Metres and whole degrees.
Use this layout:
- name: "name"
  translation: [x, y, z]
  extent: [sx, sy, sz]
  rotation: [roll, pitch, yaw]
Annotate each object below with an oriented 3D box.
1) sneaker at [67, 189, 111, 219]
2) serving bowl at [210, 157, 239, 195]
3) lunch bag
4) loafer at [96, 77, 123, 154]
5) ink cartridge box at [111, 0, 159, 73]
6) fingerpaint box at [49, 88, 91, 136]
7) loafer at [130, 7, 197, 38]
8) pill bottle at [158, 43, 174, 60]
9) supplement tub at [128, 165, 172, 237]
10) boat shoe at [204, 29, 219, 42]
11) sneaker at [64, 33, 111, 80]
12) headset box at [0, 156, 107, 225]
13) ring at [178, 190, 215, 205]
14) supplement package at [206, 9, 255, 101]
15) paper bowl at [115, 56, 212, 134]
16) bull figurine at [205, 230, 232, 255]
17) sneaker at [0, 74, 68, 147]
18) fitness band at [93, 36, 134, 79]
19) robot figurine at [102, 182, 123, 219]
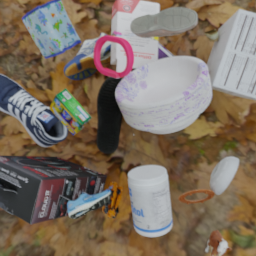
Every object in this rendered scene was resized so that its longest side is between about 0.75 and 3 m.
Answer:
- name: "sneaker"
  translation: [-0.809, 1.470, 5.801]
  extent: [0.986, 0.387, 0.444]
  rotation: [-19, 55, -23]
- name: "serving bowl"
  translation: [2.310, 1.127, 6.932]
  extent: [0.342, 1.040, 1.040]
  rotation: [30, 72, 8]
- name: "lunch bag"
  translation: [-2.462, -2.958, 8.626]
  extent: [1.070, 1.680, 1.428]
  rotation: [-44, 119, -37]
- name: "loafer"
  translation: [-0.620, -0.422, 9.223]
  extent: [0.925, 0.904, 2.535]
  rotation: [10, 84, -3]
- name: "ink cartridge box"
  translation: [0.205, -2.906, 9.526]
  extent: [1.489, 0.863, 2.556]
  rotation: [2, 90, -17]
- name: "fingerpaint box"
  translation: [-1.384, -0.351, 6.610]
  extent: [0.910, 0.759, 0.334]
  rotation: [49, 57, -2]
- name: "loafer"
  translation: [1.048, -2.952, 8.042]
  extent: [1.953, 0.614, 0.702]
  rotation: [2, 81, 25]
- name: "pill bottle"
  translation: [1.375, -2.582, 11.451]
  extent: [1.154, 1.154, 2.072]
  rotation: [-40, 74, -14]
- name: "supplement tub"
  translation: [0.553, 1.802, 6.979]
  extent: [1.001, 1.001, 1.518]
  rotation: [-9, 102, -3]
- name: "boat shoe"
  translation: [2.822, -3.096, 9.455]
  extent: [0.394, 1.066, 0.354]
  rotation: [-17, 110, 18]
- name: "sneaker"
  translation: [-1.679, -3.021, 11.810]
  extent: [2.717, 1.023, 1.197]
  rotation: [-36, 66, -22]
- name: "headset box"
  translation: [-2.162, 1.424, 7.063]
  extent: [2.013, 2.709, 1.016]
  rotation: [14, 91, 31]
- name: "ring"
  translation: [1.674, 1.710, 6.851]
  extent: [0.885, 0.885, 0.085]
  rotation: [-3, 56, -1]
- name: "supplement package"
  translation: [3.519, -2.138, 8.886]
  extent: [1.545, 2.787, 2.170]
  rotation: [17, 101, 5]
- name: "paper bowl"
  translation: [1.061, -0.860, 8.044]
  extent: [2.641, 1.374, 2.641]
  rotation: [-17, 33, 11]
- name: "bull figurine"
  translation: [1.914, 2.563, 6.004]
  extent: [0.314, 0.966, 0.586]
  rotation: [25, 96, 8]
- name: "sneaker"
  translation: [-2.806, -0.556, 7.978]
  extent: [2.726, 1.479, 0.955]
  rotation: [51, 59, -21]
- name: "fitness band"
  translation: [-0.420, -1.962, 7.725]
  extent: [0.281, 1.077, 1.499]
  rotation: [-12, 28, -42]
- name: "robot figurine"
  translation: [-0.468, 2.182, 8.388]
  extent: [0.301, 0.749, 1.034]
  rotation: [0, 59, 31]
